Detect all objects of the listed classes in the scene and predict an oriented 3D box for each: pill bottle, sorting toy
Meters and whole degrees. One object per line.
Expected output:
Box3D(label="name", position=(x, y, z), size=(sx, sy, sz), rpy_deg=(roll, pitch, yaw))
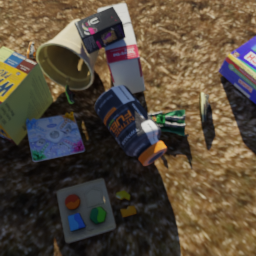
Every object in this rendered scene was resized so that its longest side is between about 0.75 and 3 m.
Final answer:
Box3D(label="pill bottle", position=(0.139, -0.041, 9.685), size=(1.463, 1.463, 2.755), rpy_deg=(-32, 70, -16))
Box3D(label="sorting toy", position=(-1.030, 2.520, 9.106), size=(2.371, 0.317, 1.766), rpy_deg=(-14, 63, -8))

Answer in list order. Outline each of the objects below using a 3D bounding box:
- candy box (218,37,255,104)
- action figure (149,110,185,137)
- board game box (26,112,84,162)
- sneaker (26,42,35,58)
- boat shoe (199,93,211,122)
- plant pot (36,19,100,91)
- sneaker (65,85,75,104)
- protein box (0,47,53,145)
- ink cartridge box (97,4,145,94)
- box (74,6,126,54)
Box3D(label="candy box", position=(5.696, -2.503, 11.323), size=(2.966, 1.142, 2.508), rpy_deg=(-35, 68, -16))
Box3D(label="action figure", position=(1.197, -0.246, 10.494), size=(1.861, 0.509, 1.099), rpy_deg=(1, 63, 8))
Box3D(label="board game box", position=(-2.571, 0.241, 9.791), size=(1.737, 0.225, 1.737), rpy_deg=(-11, 55, -19))
Box3D(label="sneaker", position=(-4.221, -3.380, 12.292), size=(0.345, 0.349, 0.893), rpy_deg=(10, 62, -15))
Box3D(label="boat shoe", position=(2.982, -0.813, 10.807), size=(0.436, 0.474, 1.327), rpy_deg=(2, 57, 7))
Box3D(label="plant pot", position=(-2.058, -3.033, 11.014), size=(2.297, 2.297, 2.102), rpy_deg=(16, 58, 9))
Box3D(label="sneaker", position=(-2.257, -1.316, 10.932), size=(0.322, 0.295, 0.769), rpy_deg=(-17, 86, -9))
Box3D(label="protein box", position=(-4.169, -1.068, 9.905), size=(1.549, 2.279, 2.296), rpy_deg=(26, 65, 13))
Box3D(label="ink cartridge box", position=(-0.254, -3.056, 11.024), size=(1.198, 2.087, 2.874), rpy_deg=(-13, 63, 4))
Box3D(label="box", position=(-0.961, -3.362, 9.654), size=(1.485, 0.788, 0.908), rpy_deg=(-25, 61, -3))
